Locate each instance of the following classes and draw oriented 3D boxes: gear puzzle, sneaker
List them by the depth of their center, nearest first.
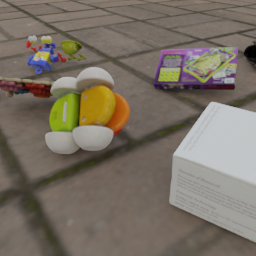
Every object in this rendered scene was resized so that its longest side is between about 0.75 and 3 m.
[{"bbox_3d":[-1.982,-0.942,7.652,2.922,0.383,1.513,4,-2,-9],"label":"gear puzzle"},{"bbox_3d":[5.288,-3.108,11.041,1.524,0.877,2.921,4,37,-2],"label":"sneaker"}]

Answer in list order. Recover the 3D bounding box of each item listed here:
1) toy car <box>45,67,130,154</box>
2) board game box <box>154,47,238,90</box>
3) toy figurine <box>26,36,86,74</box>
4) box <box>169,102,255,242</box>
[{"bbox_3d":[-0.846,-0.270,6.270,1.948,1.705,1.461,-10,-18,35],"label":"toy car"},{"bbox_3d":[2.095,-1.851,8.715,2.393,0.386,1.436,4,67,22],"label":"board game box"},{"bbox_3d":[-2.874,-2.456,10.379,2.293,1.210,1.374,9,63,17],"label":"toy figurine"},{"bbox_3d":[1.951,0.676,4.839,1.874,1.225,1.864,19,42,27],"label":"box"}]
